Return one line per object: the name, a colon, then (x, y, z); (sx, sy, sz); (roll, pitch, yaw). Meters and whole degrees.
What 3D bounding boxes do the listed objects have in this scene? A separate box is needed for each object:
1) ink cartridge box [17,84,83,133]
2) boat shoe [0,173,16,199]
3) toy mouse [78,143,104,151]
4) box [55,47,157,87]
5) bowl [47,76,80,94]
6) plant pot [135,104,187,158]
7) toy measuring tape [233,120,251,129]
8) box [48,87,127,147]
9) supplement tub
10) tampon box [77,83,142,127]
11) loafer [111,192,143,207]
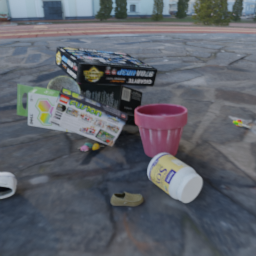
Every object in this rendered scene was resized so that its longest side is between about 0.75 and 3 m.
ink cartridge box: (-2.901, -0.691, 10.004); (2.414, 1.253, 0.716); (10, 25, -1)
boat shoe: (-4.051, 1.643, 7.338); (2.096, 0.771, 0.685); (-11, 24, -18)
toy mouse: (-1.417, 0.653, 9.737); (0.812, 0.177, 0.913); (0, 10, 26)
box: (-0.811, -2.196, 9.972); (2.968, 0.683, 2.359); (-3, 28, -32)
bowl: (-2.360, -1.385, 10.448); (1.211, 1.211, 0.568); (-1, 23, -3)
plant pot: (1.000, 0.108, 8.610); (1.576, 1.411, 1.576); (-1, 17, 0)
toy measuring tape: (4.722, -0.162, 11.571); (0.766, 0.282, 0.282); (21, 33, 36)
box: (-1.323, -0.319, 9.302); (2.308, 1.270, 0.401); (22, 32, -13)
supplement tub: (1.267, 1.358, 7.700); (0.954, 0.954, 1.312); (-18, 31, -32)
tampon box: (-0.828, -0.905, 10.920); (2.193, 1.384, 1.643); (9, 1, 31)
loafer: (-0.025, 1.872, 7.401); (0.876, 0.296, 0.333); (-4, 27, -8)
